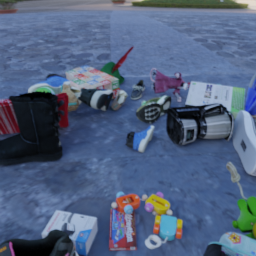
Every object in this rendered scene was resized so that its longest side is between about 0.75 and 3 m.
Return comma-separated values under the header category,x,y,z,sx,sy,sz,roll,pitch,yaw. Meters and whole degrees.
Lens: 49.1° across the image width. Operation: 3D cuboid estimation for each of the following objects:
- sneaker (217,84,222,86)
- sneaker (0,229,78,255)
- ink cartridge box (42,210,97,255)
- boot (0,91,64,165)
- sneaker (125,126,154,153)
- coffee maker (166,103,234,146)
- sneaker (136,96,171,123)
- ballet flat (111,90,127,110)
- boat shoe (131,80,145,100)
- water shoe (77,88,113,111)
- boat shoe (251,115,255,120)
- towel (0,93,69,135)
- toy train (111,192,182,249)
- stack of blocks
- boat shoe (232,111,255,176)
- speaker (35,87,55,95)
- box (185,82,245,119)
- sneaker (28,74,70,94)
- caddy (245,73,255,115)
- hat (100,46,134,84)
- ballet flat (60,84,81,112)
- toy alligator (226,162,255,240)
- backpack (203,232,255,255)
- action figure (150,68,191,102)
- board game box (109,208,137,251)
category,x,y,z,sx,sy,sz,roll,pitch,yaw
sneaker,3.670,-1.571,12.372,1.655,0.642,0.714,-9,33,-16
sneaker,-2.089,2.386,4.556,2.630,1.135,1.056,-18,32,-29
ink cartridge box,-1.183,2.140,5.772,0.938,0.393,0.680,6,29,12
boot,-3.013,0.002,8.030,2.412,1.976,0.893,-2,26,-5
sneaker,0.357,0.254,9.124,0.731,0.505,1.315,18,39,14
coffee maker,2.247,-0.142,9.382,1.872,1.261,1.798,-5,6,-12
sneaker,0.821,-0.751,10.818,0.940,0.816,2.122,14,24,35
ballet flat,-0.281,-1.236,11.733,0.482,0.476,1.417,41,40,-17
boat shoe,0.456,-1.753,12.776,0.520,0.430,1.389,11,37,21
water shoe,-1.194,-1.192,10.582,0.933,0.845,2.365,23,4,5
boat shoe,4.413,-0.037,9.477,0.639,0.641,1.776,4,23,2
towel,-3.366,-0.397,8.983,2.923,2.114,0.329,-7,66,-13
toy train,0.416,1.954,6.001,1.211,0.449,1.613,-12,33,-25
stack of blocks,-1.821,-1.982,12.798,1.579,0.803,2.743,-25,37,-30
boat shoe,3.878,0.421,8.360,0.977,1.031,2.948,13,27,2
speaker,-3.421,-0.856,10.763,0.933,0.933,2.110,0,29,0
box,3.510,-1.133,11.297,2.220,0.403,1.602,10,47,16
sneaker,-3.588,-1.842,12.567,2.235,0.858,1.244,-20,40,-39
caddy,5.321,-1.579,10.459,1.418,2.702,1.910,26,34,10
hat,-0.940,-3.186,14.049,1.619,1.721,1.955,27,41,34
ballet flat,-2.285,-1.175,11.131,0.901,0.973,2.759,-5,22,-8
toy alligator,2.343,1.951,5.223,0.752,0.822,2.772,-30,56,7
backpack,1.818,2.503,3.871,1.823,1.602,1.397,22,39,28
action figure,1.889,-1.919,12.425,1.790,1.199,1.333,4,22,-9
board game box,-0.117,2.155,6.059,0.561,0.106,1.089,0,29,-2
